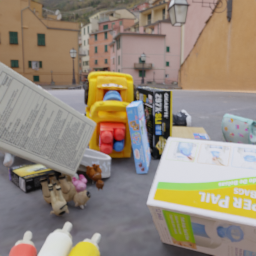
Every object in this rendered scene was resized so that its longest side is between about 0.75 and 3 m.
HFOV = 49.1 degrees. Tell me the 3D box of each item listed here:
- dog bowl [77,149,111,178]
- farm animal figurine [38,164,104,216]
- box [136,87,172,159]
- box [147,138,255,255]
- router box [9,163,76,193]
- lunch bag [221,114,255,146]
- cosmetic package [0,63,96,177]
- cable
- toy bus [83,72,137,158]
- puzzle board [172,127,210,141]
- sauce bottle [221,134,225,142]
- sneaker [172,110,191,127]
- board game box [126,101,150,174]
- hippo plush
[{"bbox_3d":[-1.173,0.811,7.181,1.589,0.466,1.589,15,0,0],"label":"dog bowl"},{"bbox_3d":[-1.171,1.282,5.469,1.424,0.751,1.440,-8,8,35],"label":"farm animal figurine"},{"bbox_3d":[0.821,-0.300,9.749,0.664,2.147,2.689,-2,10,-10],"label":"box"},{"bbox_3d":[1.609,1.059,3.863,2.313,1.301,1.172,5,49,24],"label":"box"},{"bbox_3d":[-2.130,1.140,6.984,1.316,0.344,1.035,-10,14,-41],"label":"router box"},{"bbox_3d":[3.626,0.177,8.878,0.797,1.308,1.114,-32,28,-17],"label":"lunch bag"},{"bbox_3d":[-1.863,-0.107,5.032,1.040,1.232,2.384,12,-17,40],"label":"cosmetic package"},{"bbox_3d":[-1.010,1.819,2.495,1.359,0.704,2.797,0,11,-1],"label":"cable"},{"bbox_3d":[-0.566,-0.305,8.820,1.806,2.661,2.555,2,16,-7],"label":"toy bus"},{"bbox_3d":[2.397,0.270,11.976,1.843,0.213,2.446,2,12,7],"label":"puzzle board"},{"bbox_3d":[4.318,0.224,11.139,0.644,0.644,1.990,10,17,41],"label":"sauce bottle"},{"bbox_3d":[2.389,-0.454,14.127,1.174,0.779,2.063,2,13,-4],"label":"sneaker"},{"bbox_3d":[0.325,0.210,7.930,0.331,1.810,1.369,-8,9,10],"label":"board game box"},{"bbox_3d":[-3.221,-0.219,8.133,2.979,2.373,2.395,-3,3,-22],"label":"hippo plush"}]
